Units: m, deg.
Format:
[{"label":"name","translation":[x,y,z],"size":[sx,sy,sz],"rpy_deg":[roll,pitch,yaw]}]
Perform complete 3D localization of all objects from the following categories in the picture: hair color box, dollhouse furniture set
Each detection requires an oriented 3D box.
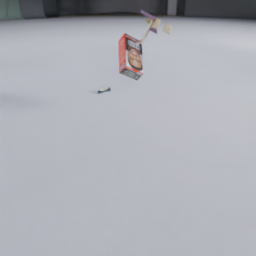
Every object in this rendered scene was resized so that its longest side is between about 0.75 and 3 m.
[{"label":"hair color box","translation":[0.125,-3.323,13.078],"size":[1.047,0.631,2.062],"rpy_deg":[16,56,-30]},{"label":"dollhouse furniture set","translation":[1.015,-3.768,11.409],"size":[1.355,1.214,1.711],"rpy_deg":[29,19,6]}]

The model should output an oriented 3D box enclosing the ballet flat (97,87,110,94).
[{"label":"ballet flat","translation":[-1.416,-2.202,16.273],"size":[0.865,0.316,0.316],"rpy_deg":[-17,33,-27]}]
